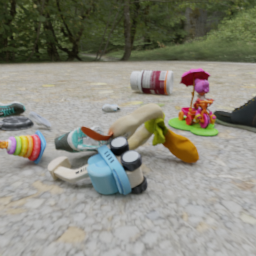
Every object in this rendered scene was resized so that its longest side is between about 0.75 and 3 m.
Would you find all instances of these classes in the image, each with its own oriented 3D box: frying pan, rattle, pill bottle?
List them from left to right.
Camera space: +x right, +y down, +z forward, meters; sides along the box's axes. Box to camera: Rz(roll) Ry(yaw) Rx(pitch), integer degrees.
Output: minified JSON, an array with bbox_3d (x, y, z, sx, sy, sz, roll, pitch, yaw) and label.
[{"bbox_3d":[-5.131,-0.149,11.557,2.401,0.391,1.453,-6,18,-30],"label":"frying pan"},{"bbox_3d":[0.314,0.571,7.517,1.898,2.083,2.916,-35,-13,30],"label":"rattle"},{"bbox_3d":[1.598,-3.073,18.775,2.697,1.540,1.540,6,19,19],"label":"pill bottle"}]

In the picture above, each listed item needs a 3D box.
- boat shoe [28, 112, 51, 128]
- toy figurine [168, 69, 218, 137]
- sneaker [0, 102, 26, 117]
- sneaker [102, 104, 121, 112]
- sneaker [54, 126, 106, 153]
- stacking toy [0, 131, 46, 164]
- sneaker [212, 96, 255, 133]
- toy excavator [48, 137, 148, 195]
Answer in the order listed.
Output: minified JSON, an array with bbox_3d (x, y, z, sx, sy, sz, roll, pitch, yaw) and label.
[{"bbox_3d":[-3.597,-0.264,11.370,1.014,0.331,0.373,36,18,5],"label":"boat shoe"},{"bbox_3d":[2.770,-1.166,11.323,1.949,2.390,2.597,-4,18,-13],"label":"toy figurine"},{"bbox_3d":[-5.783,-0.776,13.238,1.830,0.710,0.835,-2,32,7],"label":"sneaker"},{"bbox_3d":[-0.812,-0.962,14.002,1.054,0.395,0.457,-11,28,-39],"label":"sneaker"},{"bbox_3d":[-1.406,0.388,8.450,0.981,0.834,2.151,-11,-10,21],"label":"sneaker"},{"bbox_3d":[-3.126,0.512,7.869,1.428,0.784,0.829,10,30,-44],"label":"stacking toy"},{"bbox_3d":[4.757,-0.735,11.538,0.998,1.417,2.668,-16,23,-40],"label":"sneaker"},{"bbox_3d":[-0.810,1.031,6.794,2.001,0.999,1.946,-24,35,-16],"label":"toy excavator"}]
